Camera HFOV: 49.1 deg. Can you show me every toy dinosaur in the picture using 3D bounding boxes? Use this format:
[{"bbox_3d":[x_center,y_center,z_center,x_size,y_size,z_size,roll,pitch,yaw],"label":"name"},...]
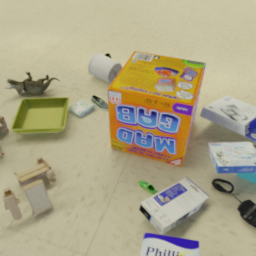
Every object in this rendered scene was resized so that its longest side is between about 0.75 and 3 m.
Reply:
[{"bbox_3d":[-4.490,-2.015,13.507,2.450,0.943,1.253,7,54,0],"label":"toy dinosaur"}]

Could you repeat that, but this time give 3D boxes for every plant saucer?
[{"bbox_3d":[-3.618,-0.463,11.884,2.137,0.512,2.140,-2,41,-3],"label":"plant saucer"}]

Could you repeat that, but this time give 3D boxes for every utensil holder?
[{"bbox_3d":[-1.150,-3.017,14.249,1.383,1.175,1.175,31,50,26],"label":"utensil holder"}]

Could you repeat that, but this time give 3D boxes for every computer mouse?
[{"bbox_3d":[3.526,2.370,8.944,0.629,0.365,2.146,-39,46,-4],"label":"computer mouse"}]

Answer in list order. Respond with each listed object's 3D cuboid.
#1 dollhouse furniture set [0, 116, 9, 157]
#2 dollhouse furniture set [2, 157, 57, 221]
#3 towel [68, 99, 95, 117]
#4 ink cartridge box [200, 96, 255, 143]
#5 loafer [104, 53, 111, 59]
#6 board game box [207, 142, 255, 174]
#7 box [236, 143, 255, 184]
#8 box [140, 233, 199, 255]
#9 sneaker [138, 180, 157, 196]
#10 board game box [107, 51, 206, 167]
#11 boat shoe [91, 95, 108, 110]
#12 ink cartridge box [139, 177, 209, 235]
[{"bbox_3d":[-5.558,-0.146,10.248,1.560,2.226,1.569,-7,43,-8],"label":"dollhouse furniture set"},{"bbox_3d":[-3.295,1.991,9.329,1.719,0.984,2.016,-23,23,-24],"label":"dollhouse furniture set"},{"bbox_3d":[-2.063,-0.896,12.591,0.808,0.227,0.944,31,50,33],"label":"towel"},{"bbox_3d":[4.591,-0.453,11.393,2.471,0.502,2.466,31,35,30],"label":"ink cartridge box"},{"bbox_3d":[-1.565,-3.610,15.284,0.634,0.617,1.737,25,48,25],"label":"loafer"},{"bbox_3d":[3.490,0.952,9.153,1.482,0.321,1.475,-1,26,3],"label":"board game box"},{"bbox_3d":[5.332,1.621,9.421,2.933,0.721,1.207,23,47,23],"label":"box"},{"bbox_3d":[0.987,3.663,7.061,1.493,0.852,1.624,7,42,7],"label":"box"},{"bbox_3d":[0.661,1.944,9.355,0.755,0.316,0.280,31,58,30],"label":"sneaker"},{"bbox_3d":[1.080,-0.790,10.498,2.809,2.807,2.807,14,44,14],"label":"board game box"},{"bbox_3d":[-1.283,-1.169,12.793,1.092,0.337,0.397,31,50,29],"label":"boat shoe"},{"bbox_3d":[1.458,2.343,8.683,2.122,0.416,1.055,-19,44,-35],"label":"ink cartridge box"}]
